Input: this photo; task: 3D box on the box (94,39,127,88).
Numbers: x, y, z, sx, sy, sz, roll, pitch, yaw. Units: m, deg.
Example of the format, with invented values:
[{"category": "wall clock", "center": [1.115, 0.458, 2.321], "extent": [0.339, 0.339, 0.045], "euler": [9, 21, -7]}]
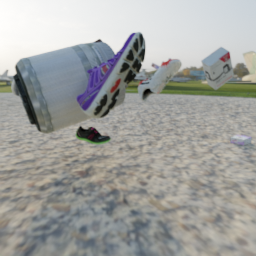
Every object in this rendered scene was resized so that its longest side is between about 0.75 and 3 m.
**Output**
[{"category": "box", "center": [-2.091, -1.988, 12.586], "extent": [2.928, 2.405, 2.429], "euler": [-32, 6, -18]}]

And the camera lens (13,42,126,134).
[{"category": "camera lens", "center": [-1.810, -1.257, 8.579], "extent": [2.879, 2.303, 2.303], "euler": [-21, 18, -19]}]

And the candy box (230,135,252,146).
[{"category": "candy box", "center": [5.598, 0.605, 13.893], "extent": [0.844, 0.302, 0.708], "euler": [-10, 16, -42]}]

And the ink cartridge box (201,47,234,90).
[{"category": "ink cartridge box", "center": [2.930, -1.909, 9.109], "extent": [0.807, 1.111, 0.463], "euler": [-36, 45, -1]}]

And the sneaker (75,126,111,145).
[{"category": "sneaker", "center": [-1.109, 0.222, 8.846], "extent": [1.168, 0.489, 0.448], "euler": [12, 15, 8]}]

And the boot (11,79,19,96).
[{"category": "boot", "center": [-3.904, -1.677, 10.512], "extent": [0.701, 1.553, 0.565], "euler": [44, 39, 21]}]

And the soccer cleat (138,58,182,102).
[{"category": "soccer cleat", "center": [1.123, -1.673, 10.004], "extent": [0.705, 0.875, 2.053], "euler": [24, -40, -35]}]

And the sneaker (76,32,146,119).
[{"category": "sneaker", "center": [-0.478, -1.434, 7.022], "extent": [1.018, 2.440, 0.984], "euler": [38, 2, 22]}]

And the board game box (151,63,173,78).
[{"category": "board game box", "center": [1.348, -2.243, 10.904], "extent": [0.787, 0.162, 0.785], "euler": [31, 12, 20]}]
